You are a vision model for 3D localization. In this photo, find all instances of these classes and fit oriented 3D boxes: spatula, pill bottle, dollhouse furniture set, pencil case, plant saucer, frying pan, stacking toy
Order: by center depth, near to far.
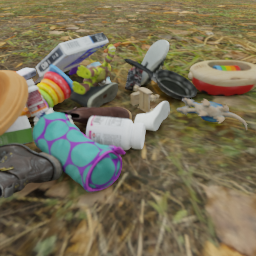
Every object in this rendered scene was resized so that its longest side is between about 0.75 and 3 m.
[{"bbox_3d":[-1.273,0.463,6.678,2.526,1.075,1.167,30,76,39],"label":"pencil case"},{"bbox_3d":[-3.670,-0.627,7.175,2.320,0.434,2.320,-10,57,16],"label":"plant saucer"},{"bbox_3d":[-0.315,0.156,7.472,1.452,0.823,0.823,6,31,10],"label":"pill bottle"},{"bbox_3d":[-2.896,-0.909,8.477,0.561,1.025,0.561,-22,11,5],"label":"pill bottle"},{"bbox_3d":[-2.785,-0.980,9.226,1.115,1.179,2.031,42,59,-7],"label":"stacking toy"},{"bbox_3d":[0.767,-0.952,9.418,0.654,0.765,1.477,-20,36,-27],"label":"dollhouse furniture set"},{"bbox_3d":[1.249,-1.663,10.196,2.800,0.456,1.693,6,41,-24],"label":"frying pan"},{"bbox_3d":[-2.305,-2.183,11.240,0.520,0.189,1.842,-24,9,-28],"label":"spatula"}]

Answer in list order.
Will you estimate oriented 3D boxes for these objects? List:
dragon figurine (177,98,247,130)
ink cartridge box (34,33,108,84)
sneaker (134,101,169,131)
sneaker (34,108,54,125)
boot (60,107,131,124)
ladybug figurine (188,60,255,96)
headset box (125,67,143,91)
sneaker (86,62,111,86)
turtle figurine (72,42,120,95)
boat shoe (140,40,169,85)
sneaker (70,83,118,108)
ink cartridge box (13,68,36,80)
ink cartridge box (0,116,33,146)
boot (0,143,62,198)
[{"bbox_3d":[2.574,-0.496,8.576,2.072,0.610,1.030,14,5,3],"label":"dragon figurine"},{"bbox_3d":[-2.466,-2.906,11.577,2.581,0.560,2.557,-24,10,42],"label":"ink cartridge box"},{"bbox_3d":[0.686,-0.405,8.515,0.802,0.511,1.387,1,32,33],"label":"sneaker"},{"bbox_3d":[-2.455,-0.130,8.377,0.665,0.424,1.150,-28,34,-6],"label":"sneaker"},{"bbox_3d":[-0.931,-0.301,8.087,1.719,0.622,1.430,3,7,28],"label":"boot"},{"bbox_3d":[3.662,-1.884,10.672,2.856,1.027,1.939,0,31,-4],"label":"ladybug figurine"},{"bbox_3d":[0.237,-1.911,10.660,0.340,0.880,0.655,16,-12,-25],"label":"headset box"},{"bbox_3d":[-1.002,-2.188,11.214,0.744,0.672,1.817,-36,53,-8],"label":"sneaker"},{"bbox_3d":[-1.100,-1.783,9.625,0.774,2.404,1.939,45,38,-1],"label":"turtle figurine"},{"bbox_3d":[1.003,-2.524,10.926,0.646,2.029,0.717,-1,50,-44],"label":"boat shoe"},{"bbox_3d":[-1.139,-1.286,9.846,0.963,0.678,1.814,24,35,22],"label":"sneaker"},{"bbox_3d":[-4.887,-2.369,12.246,1.310,0.374,1.065,14,34,15],"label":"ink cartridge box"},{"bbox_3d":[-3.534,0.164,7.744,1.602,0.475,0.832,-12,31,-24],"label":"ink cartridge box"},{"bbox_3d":[-2.586,0.818,5.536,2.158,0.747,1.878,5,5,23],"label":"boot"}]
